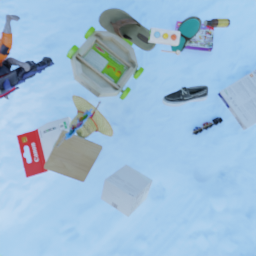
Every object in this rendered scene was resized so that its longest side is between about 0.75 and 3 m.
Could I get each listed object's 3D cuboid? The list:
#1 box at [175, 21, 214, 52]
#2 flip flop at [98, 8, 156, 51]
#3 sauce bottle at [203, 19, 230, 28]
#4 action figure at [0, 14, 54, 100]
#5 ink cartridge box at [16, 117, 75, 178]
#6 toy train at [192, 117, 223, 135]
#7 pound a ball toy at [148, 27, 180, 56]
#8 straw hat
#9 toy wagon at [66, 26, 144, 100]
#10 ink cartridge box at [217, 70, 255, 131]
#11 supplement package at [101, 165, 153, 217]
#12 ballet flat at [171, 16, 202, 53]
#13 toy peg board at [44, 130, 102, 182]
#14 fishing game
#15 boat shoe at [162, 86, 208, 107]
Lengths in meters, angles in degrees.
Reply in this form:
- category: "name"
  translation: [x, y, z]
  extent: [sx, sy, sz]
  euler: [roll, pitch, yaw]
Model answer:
- category: "box"
  translation: [2.715, -3.777, 11.564]
  extent: [1.581, 0.309, 1.082]
  euler: [7, 78, 2]
- category: "flip flop"
  translation: [-0.020, -2.987, 8.563]
  extent: [1.951, 0.562, 0.791]
  euler: [34, 116, 0]
- category: "sauce bottle"
  translation: [2.699, -3.203, 8.550]
  extent: [0.867, 0.280, 0.280]
  euler: [-7, 78, -22]
- category: "action figure"
  translation: [-3.718, -2.071, 8.364]
  extent: [1.487, 2.749, 2.842]
  euler: [37, 48, 20]
- category: "ink cartridge box"
  translation: [-3.033, 0.730, 10.541]
  extent: [2.211, 0.554, 1.780]
  euler: [-16, 78, -5]
- category: "toy train"
  translation: [3.051, -0.088, 10.850]
  extent: [1.323, 0.226, 0.303]
  euler: [-25, 76, -6]
- category: "pound a ball toy"
  translation: [1.068, -2.429, 7.878]
  extent: [0.972, 0.413, 0.634]
  euler: [6, 99, -8]
- category: "straw hat"
  translation: [-1.344, -0.096, 8.489]
  extent: [1.879, 1.879, 0.795]
  euler: [41, 72, 8]
- category: "toy wagon"
  translation: [-0.547, -2.339, 9.307]
  extent: [2.268, 0.578, 2.923]
  euler: [38, 61, -10]
- category: "ink cartridge box"
  translation: [4.763, -1.106, 10.982]
  extent: [1.807, 0.367, 1.803]
  euler: [-31, 80, -6]
- category: "supplement package"
  translation: [-0.037, 1.775, 8.036]
  extent: [1.001, 1.047, 0.770]
  euler: [28, 122, 24]
- category: "ballet flat"
  translation: [1.815, -2.996, 8.707]
  extent: [0.621, 1.673, 0.621]
  euler: [6, 71, -17]
- category: "toy peg board"
  translation: [-1.672, 0.777, 8.516]
  extent: [1.303, 0.637, 1.298]
  euler: [24, 103, -20]
- category: "fishing game"
  translation: [-1.249, -0.136, 6.940]
  extent: [0.225, 1.039, 1.450]
  euler: [43, 124, -15]
- category: "boat shoe"
  translation: [1.860, -1.116, 9.134]
  extent: [1.546, 0.548, 0.557]
  euler: [-12, 48, -5]
